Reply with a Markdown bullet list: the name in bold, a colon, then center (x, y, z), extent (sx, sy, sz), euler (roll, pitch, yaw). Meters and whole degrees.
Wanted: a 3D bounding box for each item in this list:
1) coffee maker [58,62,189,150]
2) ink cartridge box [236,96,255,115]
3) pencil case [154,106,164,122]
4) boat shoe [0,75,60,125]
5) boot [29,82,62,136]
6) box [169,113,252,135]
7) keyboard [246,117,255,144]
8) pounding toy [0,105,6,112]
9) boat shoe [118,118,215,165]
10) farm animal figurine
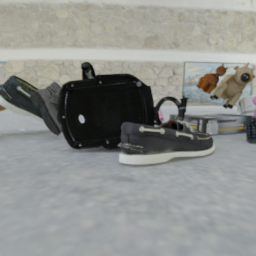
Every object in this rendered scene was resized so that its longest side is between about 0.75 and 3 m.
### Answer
- **coffee maker**: center (-0.203, -0.359, 6.683), extent (2.478, 1.738, 2.580), euler (17, 6, -3)
- **ink cartridge box**: center (4.128, -0.753, 9.253), extent (0.820, 0.478, 1.135), euler (-9, -6, 8)
- **pencil case**: center (1.230, -0.567, 11.678), extent (0.331, 0.346, 0.800), euler (22, 36, -37)
- **boat shoe**: center (-2.635, -0.717, 8.821), extent (1.107, 0.883, 2.928), euler (49, 14, 29)
- **boot**: center (-1.935, -0.550, 7.604), extent (0.904, 1.373, 0.479), euler (-32, 7, -38)
- **box**: center (2.739, -0.158, 9.196), extent (2.221, 0.537, 1.759), euler (-3, 6, -28)
- **keyboard**: center (3.562, -0.230, 6.274), extent (1.758, 1.117, 0.181), euler (-7, -26, 37)
- **pounding toy**: center (-4.288, -0.434, 7.197), extent (1.378, 1.383, 2.410), euler (-10, 9, 3)
- **boat shoe**: center (0.788, 0.172, 5.109), extent (2.310, 0.697, 0.853), euler (-4, 5, -36)
- **farm animal figurine**: center (3.582, -1.025, 8.185), extent (2.725, 1.370, 2.201), euler (41, 11, 38)
